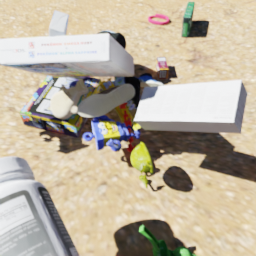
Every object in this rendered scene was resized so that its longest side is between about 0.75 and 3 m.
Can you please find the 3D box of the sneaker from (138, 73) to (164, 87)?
[{"bbox_3d":[0.812,-1.618,9.585,0.969,0.372,0.539,11,57,18],"label":"sneaker"}]

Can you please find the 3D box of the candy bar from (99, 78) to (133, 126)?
[{"bbox_3d":[-0.269,-0.678,7.982,0.409,1.642,0.182,-31,23,2],"label":"candy bar"}]

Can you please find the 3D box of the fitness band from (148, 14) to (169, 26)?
[{"bbox_3d":[1.362,-4.894,12.664,0.964,0.180,0.692,19,54,18],"label":"fitness band"}]

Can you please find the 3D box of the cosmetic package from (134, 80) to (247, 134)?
[{"bbox_3d":[1.183,-0.385,5.580,2.089,0.529,0.862,3,64,38],"label":"cosmetic package"}]

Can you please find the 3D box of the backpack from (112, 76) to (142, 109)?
[{"bbox_3d":[-0.076,-1.039,8.506,0.764,0.952,1.040,-15,70,32],"label":"backpack"}]

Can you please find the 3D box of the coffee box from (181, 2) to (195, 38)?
[{"bbox_3d":[2.544,-4.623,11.924,0.331,0.924,1.504,10,50,13],"label":"coffee box"}]

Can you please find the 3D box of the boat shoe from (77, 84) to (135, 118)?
[{"bbox_3d":[-0.585,-0.691,7.073,1.540,0.553,0.458,-27,16,-16],"label":"boat shoe"}]

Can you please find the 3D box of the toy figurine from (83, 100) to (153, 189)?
[{"bbox_3d":[-0.398,0.405,7.022,1.426,1.256,2.381,-4,47,-16],"label":"toy figurine"}]

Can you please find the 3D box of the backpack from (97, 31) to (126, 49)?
[{"bbox_3d":[-0.714,-2.598,9.198,1.494,1.219,1.148,34,12,39],"label":"backpack"}]

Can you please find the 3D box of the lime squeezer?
[{"bbox_3d":[1.042,2.492,5.721,2.289,0.808,0.432,27,28,-16],"label":"lime squeezer"}]

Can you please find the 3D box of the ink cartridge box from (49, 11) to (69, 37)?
[{"bbox_3d":[-1.982,-2.571,7.909,0.405,1.193,0.687,13,62,-12],"label":"ink cartridge box"}]

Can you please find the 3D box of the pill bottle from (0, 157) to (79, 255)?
[{"bbox_3d":[-1.529,1.503,4.016,1.151,1.151,2.022,-25,65,-21],"label":"pill bottle"}]

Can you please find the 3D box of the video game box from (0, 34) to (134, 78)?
[{"bbox_3d":[-1.223,-1.585,6.591,2.344,0.602,2.573,-1,4,11],"label":"video game box"}]

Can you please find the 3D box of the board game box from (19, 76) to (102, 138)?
[{"bbox_3d":[-1.998,-0.821,8.725,1.774,0.609,2.146,14,50,9],"label":"board game box"}]

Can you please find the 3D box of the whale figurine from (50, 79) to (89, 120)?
[{"bbox_3d":[-1.517,-0.748,7.583,1.215,0.631,0.967,-41,68,12],"label":"whale figurine"}]

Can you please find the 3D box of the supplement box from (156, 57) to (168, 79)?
[{"bbox_3d":[1.212,-2.155,10.034,0.325,0.419,0.759,-3,48,-2],"label":"supplement box"}]
